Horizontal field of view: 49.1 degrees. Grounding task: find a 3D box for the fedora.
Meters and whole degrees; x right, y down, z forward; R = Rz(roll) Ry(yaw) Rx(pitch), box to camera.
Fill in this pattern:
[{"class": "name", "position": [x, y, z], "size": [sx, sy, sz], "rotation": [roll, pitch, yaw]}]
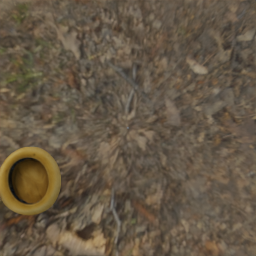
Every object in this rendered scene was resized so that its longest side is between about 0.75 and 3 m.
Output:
[{"class": "fedora", "position": [-2.589, 1.436, 7.621], "size": [1.807, 0.737, 1.807], "rotation": [-1, 77, 4]}]
